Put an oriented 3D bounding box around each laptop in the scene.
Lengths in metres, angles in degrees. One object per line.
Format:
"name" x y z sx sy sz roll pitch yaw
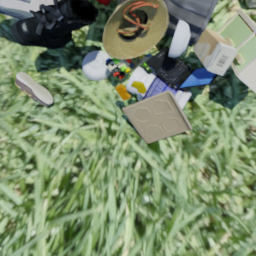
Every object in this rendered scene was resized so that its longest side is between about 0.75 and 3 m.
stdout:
"laptop" 1.530 -1.698 7.435 1.619 0.836 1.435 42 43 2

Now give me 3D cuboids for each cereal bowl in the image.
"cereal bowl" 1.233 -2.052 6.586 0.352 0.845 0.845 18 78 4
"cereal bowl" -0.915 -1.883 8.277 0.922 0.384 0.922 0 78 0

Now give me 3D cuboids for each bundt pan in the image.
"bundt pan" 1.597 -3.767 7.323 1.136 3.028 3.028 14 77 -2

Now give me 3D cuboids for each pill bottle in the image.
"pill bottle" 0.816 -0.970 7.755 1.629 0.975 0.975 31 79 6

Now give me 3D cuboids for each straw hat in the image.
"straw hat" 0.059 -2.507 6.519 1.768 1.768 0.748 -24 65 -5

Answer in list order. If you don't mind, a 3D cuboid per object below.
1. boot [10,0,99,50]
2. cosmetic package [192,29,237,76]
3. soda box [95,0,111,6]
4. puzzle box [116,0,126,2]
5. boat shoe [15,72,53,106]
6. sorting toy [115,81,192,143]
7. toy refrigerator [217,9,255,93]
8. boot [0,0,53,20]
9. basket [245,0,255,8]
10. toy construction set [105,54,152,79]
"boot" -1.554 -2.580 6.916 1.813 2.212 0.819 -12 101 27
"cosmetic package" 2.102 -1.913 6.939 0.463 0.685 1.302 15 32 -17
"soda box" -0.424 -4.307 6.471 0.840 0.928 2.650 17 75 -24
"puzzle box" -0.418 -4.050 7.899 2.481 0.315 1.650 23 45 22
"boat shoe" -2.716 -1.043 8.039 1.284 0.461 0.382 40 122 1
"sorting toy" 0.603 -0.470 7.148 1.457 1.956 0.262 -17 35 28
"toy refrigerator" 3.077 -2.068 7.206 0.903 0.980 2.581 32 34 -22
"boot" -3.046 -3.451 7.648 1.205 2.667 0.970 12 98 25
"basket" 4.317 -5.189 8.340 1.659 1.823 2.689 -8 77 2
"toy construction set" -0.002 -1.909 7.678 1.160 1.769 0.815 -32 69 13
